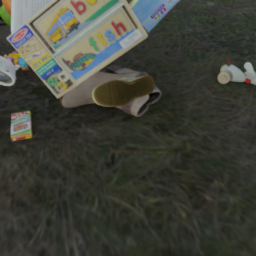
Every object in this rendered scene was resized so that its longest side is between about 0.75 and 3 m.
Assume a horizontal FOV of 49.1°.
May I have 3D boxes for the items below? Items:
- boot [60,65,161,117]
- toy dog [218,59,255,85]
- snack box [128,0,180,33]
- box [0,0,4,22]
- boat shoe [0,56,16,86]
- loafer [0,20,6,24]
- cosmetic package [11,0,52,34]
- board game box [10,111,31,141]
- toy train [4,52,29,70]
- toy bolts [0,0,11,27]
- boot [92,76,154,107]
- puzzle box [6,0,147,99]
[{"bbox_3d":[-0.426,-1.045,9.115,2.121,1.019,2.901,38,62,25],"label":"boot"},{"bbox_3d":[4.190,-2.093,10.362,1.733,0.835,1.143,-1,41,-1],"label":"toy dog"},{"bbox_3d":[1.033,-4.376,9.094,2.402,0.964,2.848,-43,20,14],"label":"snack box"},{"bbox_3d":[-4.279,-5.243,9.932,2.529,1.341,1.546,-46,16,3],"label":"box"},{"bbox_3d":[-3.317,-1.378,5.789,2.021,0.716,0.700,13,26,-38],"label":"boat shoe"},{"bbox_3d":[-6.665,-6.173,14.964,2.936,1.042,1.072,-22,45,-23],"label":"loafer"},{"bbox_3d":[-1.335,-2.389,5.919,2.095,1.065,0.776,0,39,-24],"label":"cosmetic package"},{"bbox_3d":[-3.265,-0.073,8.541,0.574,0.180,1.201,-12,45,-12],"label":"board game box"},{"bbox_3d":[-4.660,-2.517,11.177,1.748,0.486,1.313,19,45,26],"label":"toy train"},{"bbox_3d":[-2.051,-3.763,8.421,2.707,2.585,1.877,-55,27,-15],"label":"toy bolts"},{"bbox_3d":[-0.345,-0.826,6.495,1.590,0.573,1.229,-20,13,-34],"label":"boot"},{"bbox_3d":[-0.929,-1.692,5.157,2.187,1.455,0.278,-31,22,17],"label":"puzzle box"}]
